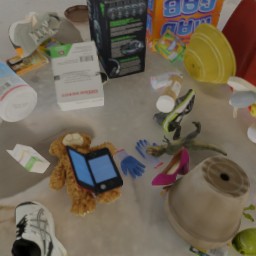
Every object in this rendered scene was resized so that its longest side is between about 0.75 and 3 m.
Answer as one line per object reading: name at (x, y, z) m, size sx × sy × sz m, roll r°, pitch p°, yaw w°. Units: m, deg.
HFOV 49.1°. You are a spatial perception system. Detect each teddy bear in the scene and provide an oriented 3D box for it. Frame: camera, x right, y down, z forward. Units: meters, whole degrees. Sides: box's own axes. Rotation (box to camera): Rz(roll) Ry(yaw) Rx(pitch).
teddy bear at (-1.075, 0.912, 6.578) m, size 1.712 × 0.788 × 2.362 m, roll -15°, pitch 52°, yaw 5°

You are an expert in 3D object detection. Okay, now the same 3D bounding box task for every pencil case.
pencil case at (1.238, -1.569, 9.024) m, size 1.012 × 0.421 × 0.459 m, roll -17°, pitch 23°, yaw -13°

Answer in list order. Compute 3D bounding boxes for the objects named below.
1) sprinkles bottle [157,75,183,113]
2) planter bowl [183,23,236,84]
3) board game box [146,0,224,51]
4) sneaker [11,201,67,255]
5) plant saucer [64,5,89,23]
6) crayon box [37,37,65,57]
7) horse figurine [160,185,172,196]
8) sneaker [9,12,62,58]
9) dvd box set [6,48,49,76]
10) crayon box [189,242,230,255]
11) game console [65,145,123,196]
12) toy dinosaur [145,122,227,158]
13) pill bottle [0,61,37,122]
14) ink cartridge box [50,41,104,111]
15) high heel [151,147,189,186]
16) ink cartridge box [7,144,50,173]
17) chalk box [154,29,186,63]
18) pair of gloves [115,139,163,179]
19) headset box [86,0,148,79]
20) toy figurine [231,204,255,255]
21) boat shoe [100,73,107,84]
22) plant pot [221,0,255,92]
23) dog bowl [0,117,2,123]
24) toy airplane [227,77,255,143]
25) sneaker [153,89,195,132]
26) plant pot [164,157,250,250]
sprinkles bottle at (1.193, -0.985, 7.892) m, size 0.455 × 0.455 × 1.335 m, roll 16°, pitch 44°, yaw 13°
planter bowl at (2.272, -2.057, 8.553) m, size 0.828 × 1.989 × 1.989 m, roll -30°, pitch 55°, yaw -8°
board game box at (1.781, -4.670, 10.301) m, size 2.416 × 2.415 × 2.414 m, roll -10°, pitch 51°, yaw -8°
sneaker at (-1.879, 2.089, 5.444) m, size 1.926 × 0.844 × 0.728 m, roll 39°, pitch 96°, yaw 40°
plant saucer at (-2.034, -4.795, 11.850) m, size 1.309 × 0.226 × 1.309 m, roll 1°, pitch 50°, yaw -1°
crayon box at (-2.866, -2.988, 10.312) m, size 1.011 × 0.261 × 0.635 m, roll 30°, pitch 58°, yaw 24°
horse figurine at (1.344, 1.686, 6.145) m, size 1.027 × 0.387 × 1.550 m, roll -14°, pitch 37°, yaw -18°
sneaker at (-3.183, -3.502, 9.938) m, size 1.285 × 1.057 × 2.793 m, roll -9°, pitch 43°, yaw 13°
dvd box set at (-3.534, -2.328, 9.822) m, size 1.199 × 0.176 × 0.877 m, roll -31°, pitch 57°, yaw -23°
crayon box at (1.825, 2.244, 5.940) m, size 0.691 × 0.276 × 1.088 m, roll 23°, pitch 52°, yaw 18°
game console at (-0.706, 0.783, 5.873) m, size 0.932 × 0.642 × 1.081 m, roll -17°, pitch 51°, yaw -13°
toy dinosaur at (1.472, 0.290, 7.219) m, size 2.091 × 0.496 × 0.922 m, roll -2°, pitch 93°, yaw 0°
pill bottle at (-3.346, -1.104, 7.173) m, size 1.930 × 1.049 × 1.049 m, roll 40°, pitch 60°, yaw 16°
ink cartridge box at (-1.508, -1.525, 8.370) m, size 1.335 × 0.769 × 1.829 m, roll -9°, pitch 75°, yaw -7°
high heel at (0.890, 0.824, 6.018) m, size 0.427 × 0.609 × 1.267 m, roll -4°, pitch 7°, yaw 41°
ink cartridge box at (-2.506, 0.718, 7.002) m, size 0.961 × 0.563 × 0.324 m, roll 33°, pitch 90°, yaw 24°
chalk box at (1.540, -2.735, 9.627) m, size 1.085 × 0.675 × 0.671 m, roll 37°, pitch 32°, yaw -10°
pair of gloves at (0.312, 0.763, 7.283) m, size 1.209 × 0.138 × 0.972 m, roll -26°, pitch 55°, yaw -19°
headset box at (-0.428, -3.538, 9.093) m, size 1.320 × 2.845 × 2.477 m, roll -15°, pitch 53°, yaw -13°
toy figurine at (3.235, 1.740, 5.670) m, size 2.217 × 1.328 × 1.170 m, roll -5°, pitch 49°, yaw -7°
boat shoe at (-1.324, -1.624, 9.056) m, size 1.330 × 0.417 × 0.487 m, roll -5°, pitch 58°, yaw -10°
plant pot at (4.582, -2.856, 8.875) m, size 2.636 × 2.323 × 2.634 m, roll -2°, pitch 51°, yaw -2°
dog bowl at (-4.925, -0.495, 7.814) m, size 2.929 × 0.859 × 2.929 m, roll 2°, pitch 51°, yaw -2°
toy airplane at (3.721, -0.276, 6.893) m, size 2.451 × 1.730 × 2.441 m, roll 45°, pitch 19°, yaw 33°
sneaker at (1.387, -0.636, 8.150) m, size 0.695 × 0.635 × 1.718 m, roll 29°, pitch 55°, yaw 25°
plant pot at (1.642, 1.350, 5.514) m, size 1.582 × 1.373 × 1.582 m, roll 7°, pitch 45°, yaw -7°
